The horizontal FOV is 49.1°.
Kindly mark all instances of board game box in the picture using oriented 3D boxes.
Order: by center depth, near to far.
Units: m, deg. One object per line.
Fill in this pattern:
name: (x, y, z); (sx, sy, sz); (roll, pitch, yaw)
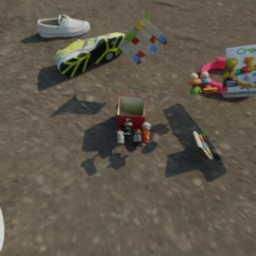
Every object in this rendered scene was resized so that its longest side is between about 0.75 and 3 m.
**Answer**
board game box: (4.023, -1.685, 8.037); (2.446, 0.423, 1.544); (0, 69, 31)

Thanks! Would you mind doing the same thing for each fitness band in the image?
fitness band: (3.628, -1.797, 9.936); (2.103, 0.394, 1.511); (11, 57, 9)

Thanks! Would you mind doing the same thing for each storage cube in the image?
storage cube: (0.082, -0.412, 8.597); (0.937, 0.842, 0.801); (4, 54, -1)

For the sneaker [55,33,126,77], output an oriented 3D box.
sneaker: (-1.357, -2.948, 10.320); (2.888, 1.089, 1.103); (-26, 58, -19)

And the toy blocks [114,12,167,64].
toy blocks: (0.472, -2.614, 8.793); (1.068, 0.780, 1.562); (42, 99, -4)

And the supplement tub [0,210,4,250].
supplement tub: (-3.983, 2.388, 6.175); (2.004, 1.447, 1.447); (-10, 54, -9)

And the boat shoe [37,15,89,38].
boat shoe: (-2.648, -4.227, 11.460); (2.091, 0.730, 0.741); (-5, 54, -4)

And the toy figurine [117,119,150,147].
toy figurine: (0.139, 0.143, 8.058); (0.882, 0.869, 0.614); (10, 74, -19)

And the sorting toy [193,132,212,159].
sorting toy: (2.141, 0.385, 8.096); (0.141, 0.711, 0.961); (-35, 34, 22)

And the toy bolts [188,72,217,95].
toy bolts: (2.228, -1.336, 8.168); (0.796, 0.578, 0.834); (0, 14, 37)
